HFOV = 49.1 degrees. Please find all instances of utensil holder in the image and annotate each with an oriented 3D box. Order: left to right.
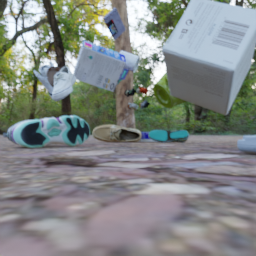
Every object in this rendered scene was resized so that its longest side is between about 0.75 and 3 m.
[{"bbox_3d":[-0.004,-2.838,11.964,0.838,0.712,0.712,23,3,9],"label":"utensil holder"}]

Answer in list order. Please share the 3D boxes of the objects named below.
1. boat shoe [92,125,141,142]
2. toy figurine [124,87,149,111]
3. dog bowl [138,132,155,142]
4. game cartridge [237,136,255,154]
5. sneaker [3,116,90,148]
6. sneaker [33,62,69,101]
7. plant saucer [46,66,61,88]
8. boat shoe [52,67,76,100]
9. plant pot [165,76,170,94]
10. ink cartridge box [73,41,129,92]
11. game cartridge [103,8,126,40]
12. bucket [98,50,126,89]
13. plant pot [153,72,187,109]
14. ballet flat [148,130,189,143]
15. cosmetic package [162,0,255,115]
[{"bbox_3d":[-0.586,0.290,14.414,2.574,0.917,0.831,1,-1,2],"label":"boat shoe"},{"bbox_3d":[0.440,-1.461,14.101,1.142,1.124,0.794,-15,12,-29],"label":"toy figurine"},{"bbox_3d":[0.921,0.504,15.588,1.325,0.522,1.325,0,0,0],"label":"dog bowl"},{"bbox_3d":[4.146,0.397,6.543,2.603,0.541,1.733,0,3,-26],"label":"game cartridge"},{"bbox_3d":[-3.043,0.110,10.299,2.055,1.142,2.937,0,-1,44],"label":"sneaker"},{"bbox_3d":[-3.407,-2.175,12.559,0.990,1.514,2.635,-32,25,-7],"label":"sneaker"},{"bbox_3d":[-2.419,-1.656,9.659,0.168,0.978,0.978,-29,-19,35],"label":"plant saucer"},{"bbox_3d":[-2.110,-1.509,9.041,0.665,0.607,1.849,-16,28,14],"label":"boat shoe"},{"bbox_3d":[2.202,-1.920,11.621,1.191,1.236,1.236,-18,-1,-1],"label":"plant pot"},{"bbox_3d":[-0.997,-2.352,11.066,2.086,1.423,0.796,17,34,-16],"label":"ink cartridge box"},{"bbox_3d":[-0.440,-3.374,9.137,0.166,0.562,0.867,32,-15,37],"label":"game cartridge"},{"bbox_3d":[-1.020,-2.812,13.651,1.815,1.815,1.181,0,28,20],"label":"bucket"},{"bbox_3d":[2.508,-2.150,14.182,2.185,2.269,2.269,-35,11,-18],"label":"plant pot"},{"bbox_3d":[2.034,0.490,14.077,2.011,0.747,0.747,2,0,14],"label":"ballet flat"},{"bbox_3d":[2.533,-2.100,8.611,2.093,2.106,2.516,24,-17,23],"label":"cosmetic package"}]
